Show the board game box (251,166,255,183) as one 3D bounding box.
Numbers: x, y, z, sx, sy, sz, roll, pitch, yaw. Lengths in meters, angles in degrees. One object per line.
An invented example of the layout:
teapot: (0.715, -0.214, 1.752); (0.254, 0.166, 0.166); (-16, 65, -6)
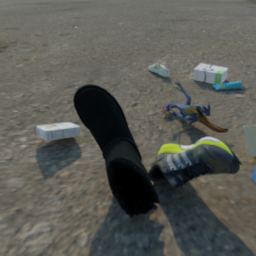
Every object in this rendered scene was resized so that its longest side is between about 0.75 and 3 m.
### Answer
board game box: (4.409, 1.451, 6.809); (2.082, 0.420, 1.593); (-5, 32, -8)

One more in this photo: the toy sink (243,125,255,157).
toy sink: (3.766, 0.329, 7.891); (0.725, 0.843, 1.293); (-9, -3, 35)

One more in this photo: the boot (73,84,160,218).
boot: (-0.309, 0.459, 6.329); (1.042, 2.817, 2.308); (-28, 21, 5)

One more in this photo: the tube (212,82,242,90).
tube: (4.371, -1.840, 12.339); (1.202, 0.303, 0.466); (-6, 27, -2)

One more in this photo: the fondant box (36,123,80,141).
fondant box: (-2.177, 0.099, 8.737); (1.115, 0.325, 0.805); (-7, 14, -35)

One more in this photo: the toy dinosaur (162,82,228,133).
toy dinosaur: (1.998, -0.439, 9.677); (1.136, 2.163, 1.963); (-43, 9, -3)

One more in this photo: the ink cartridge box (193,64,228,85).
ink cartridge box: (3.845, -2.525, 13.136); (1.338, 0.562, 0.973); (18, 36, 27)

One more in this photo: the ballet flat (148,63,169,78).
ballet flat: (1.541, -2.942, 13.905); (0.536, 0.536, 1.495); (-19, 36, -28)

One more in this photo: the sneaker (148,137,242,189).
sneaker: (1.429, 0.948, 6.519); (1.063, 0.970, 2.625); (-46, 13, -28)
